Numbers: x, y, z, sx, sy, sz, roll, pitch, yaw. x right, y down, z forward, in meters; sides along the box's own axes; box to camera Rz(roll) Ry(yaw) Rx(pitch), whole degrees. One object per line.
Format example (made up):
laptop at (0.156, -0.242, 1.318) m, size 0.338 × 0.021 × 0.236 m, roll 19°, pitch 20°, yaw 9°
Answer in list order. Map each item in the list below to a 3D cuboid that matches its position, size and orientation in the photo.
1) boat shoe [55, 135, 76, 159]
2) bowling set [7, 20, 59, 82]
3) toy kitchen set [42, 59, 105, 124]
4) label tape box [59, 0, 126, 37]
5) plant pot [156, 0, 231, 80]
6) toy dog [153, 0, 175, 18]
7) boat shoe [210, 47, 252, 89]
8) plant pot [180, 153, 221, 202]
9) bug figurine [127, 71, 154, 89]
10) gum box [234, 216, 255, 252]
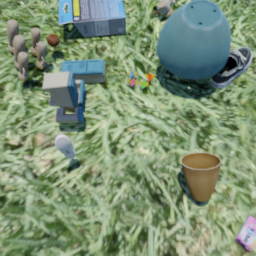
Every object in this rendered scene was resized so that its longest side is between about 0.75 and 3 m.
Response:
boat shoe at (-1.718, 0.450, 7.690) m, size 0.406 × 1.128 × 0.386 m, roll -26°, pitch 57°, yaw -1°
bowling set at (-3.491, -2.817, 10.569) m, size 1.784 × 1.376 × 2.564 m, roll -6°, pitch 54°, yaw -26°
toy kitchen set at (-1.605, -1.663, 9.099) m, size 1.565 × 2.128 × 2.657 m, roll -3°, pitch 57°, yaw -1°
label tape box at (-1.528, -4.828, 11.936) m, size 2.676 × 0.885 × 1.917 m, roll -8°, pitch 56°, yaw -2°
plant pot at (2.217, -3.061, 9.024) m, size 2.472 × 1.665 × 2.472 m, roll 0°, pitch 66°, yaw 1°
toy dog at (1.485, -5.594, 12.490) m, size 0.804 × 1.101 × 1.670 m, roll -14°, pitch 43°, yaw 29°
boat shoe at (3.911, -2.452, 10.397) m, size 2.401 × 0.820 × 0.887 m, roll -37°, pitch 64°, yaw -22°
plant pot at (1.982, 1.381, 7.618) m, size 1.041 × 1.118 × 1.041 m, roll -6°, pitch 20°, yaw 2°
bug figurine at (0.422, -1.769, 10.236) m, size 0.998 × 0.257 × 0.774 m, roll 13°, pitch 57°, yaw 10°
gum box at (3.177, 2.771, 7.322) m, size 0.451 × 0.263 × 0.795 m, roll 35°, pitch 63°, yaw 20°
